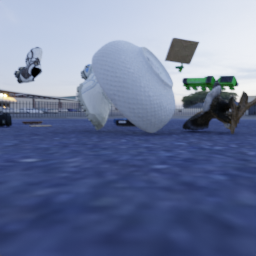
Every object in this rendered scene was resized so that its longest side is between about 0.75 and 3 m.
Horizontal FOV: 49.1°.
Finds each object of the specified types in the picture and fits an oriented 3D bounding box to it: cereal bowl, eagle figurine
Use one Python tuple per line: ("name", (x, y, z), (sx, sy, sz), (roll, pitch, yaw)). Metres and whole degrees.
("cereal bowl", (0.343, -1.153, 6.747), (1.032, 2.477, 2.477), (-36, -14, 24))
("eagle figurine", (2.302, -0.460, 7.362), (1.515, 1.507, 1.997), (-11, 16, -15))

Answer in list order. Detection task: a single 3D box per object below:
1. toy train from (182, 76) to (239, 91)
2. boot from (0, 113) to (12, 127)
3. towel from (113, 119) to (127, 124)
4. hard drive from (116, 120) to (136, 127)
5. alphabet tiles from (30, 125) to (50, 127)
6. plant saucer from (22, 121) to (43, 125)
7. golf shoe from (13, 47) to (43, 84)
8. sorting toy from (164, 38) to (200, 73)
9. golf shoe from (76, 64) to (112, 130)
("toy train", (2.602, -1.467, 9.143), (1.928, 0.402, 0.544), (7, -18, 40))
("boot", (-5.414, -0.296, 11.222), (1.300, 0.587, 1.586), (-2, 6, -27))
("towel", (-0.151, -0.363, 15.734), (1.341, 0.325, 0.749), (-1, 2, -6))
("hard drive", (0.247, -0.222, 12.415), (1.097, 0.297, 1.570), (1, 3, 21))
("alphabet tiles", (-3.891, -0.088, 12.395), (0.877, 0.033, 1.054), (-1, 2, -28))
("plant saucer", (-5.317, -0.284, 15.555), (1.124, 0.180, 1.124), (1, 2, 0))
("golf shoe", (-3.287, -2.184, 9.913), (0.792, 1.676, 0.652), (9, -31, 16))
("sorting toy", (1.907, -2.667, 10.431), (1.080, 0.215, 1.461), (3, -41, -12))
("golf shoe", (-0.683, -1.226, 8.323), (1.415, 2.910, 1.139), (-22, -47, 15))
